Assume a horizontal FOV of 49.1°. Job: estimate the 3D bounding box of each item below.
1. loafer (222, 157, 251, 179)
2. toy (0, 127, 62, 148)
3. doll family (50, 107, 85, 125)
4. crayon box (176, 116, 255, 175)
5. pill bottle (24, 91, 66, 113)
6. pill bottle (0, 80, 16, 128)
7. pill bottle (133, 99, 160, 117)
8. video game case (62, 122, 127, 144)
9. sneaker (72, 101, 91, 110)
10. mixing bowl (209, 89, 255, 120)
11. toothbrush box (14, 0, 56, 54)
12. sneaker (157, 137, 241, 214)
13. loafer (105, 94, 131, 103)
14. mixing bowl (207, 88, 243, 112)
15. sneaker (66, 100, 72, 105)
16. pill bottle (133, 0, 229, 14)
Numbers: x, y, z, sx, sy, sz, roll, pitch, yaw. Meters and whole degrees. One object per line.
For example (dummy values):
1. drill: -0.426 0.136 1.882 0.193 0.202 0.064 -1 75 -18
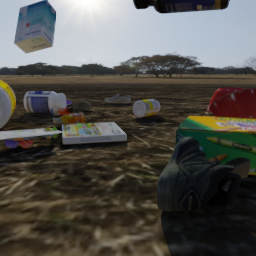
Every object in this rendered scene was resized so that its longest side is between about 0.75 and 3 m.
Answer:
1. loafer: 1.463 0.748 4.291 0.966 0.326 0.367 -17 10 -6
2. toy: -2.429 0.258 6.603 1.568 0.370 0.903 -11 13 -37
3. doll family: -1.867 -0.274 9.154 0.855 0.621 1.377 -5 -8 13
4. crayon box: 2.309 0.300 5.341 2.566 0.748 1.524 4 12 19
5. pill bottle: -3.572 -1.124 12.153 1.613 0.934 0.934 2 11 8
6. pill bottle: -4.438 -0.798 8.915 1.537 1.537 2.813 -3 12 -17
7. pill bottle: 0.784 -0.809 11.275 0.653 0.653 1.195 9 14 39
8. video game case: -1.006 0.117 7.777 1.602 0.201 1.760 -3 12 -13
9. sneaker: -2.052 -1.090 13.286 1.125 0.421 0.598 6 15 35
10. mixing bowl: 3.302 -0.454 8.385 1.521 0.824 1.521 -11 -18 -4
11. toothbrush box: -3.176 -3.471 9.645 1.138 1.554 0.663 -7 -21 19
12. sneaker: 1.034 0.638 3.926 0.959 0.640 1.674 7 19 17
13. loafer: -0.594 -1.685 16.060 1.512 0.528 0.529 -1 11 -4
14. mixing bowl: 4.644 -1.286 12.719 1.961 1.062 1.961 1 11 0
15. sneaker: -3.478 -1.460 15.130 0.895 0.445 0.311 1 11 10
16. pill bottle: 1.101 -2.989 5.853 1.947 1.089 1.089 3 11 17
